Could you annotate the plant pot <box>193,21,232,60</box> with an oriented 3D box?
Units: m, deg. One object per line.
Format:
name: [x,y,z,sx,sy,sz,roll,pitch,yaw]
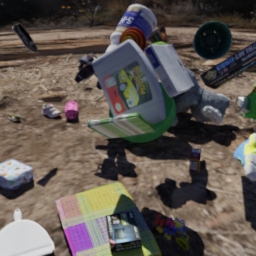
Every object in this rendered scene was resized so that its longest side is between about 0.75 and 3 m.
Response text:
plant pot: [2.388,-2.497,8.019,1.032,1.032,0.828,6,20,12]

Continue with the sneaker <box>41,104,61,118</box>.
sneaker: [-3.496,-0.797,12.600,1.107,0.488,0.450,14,29,27]

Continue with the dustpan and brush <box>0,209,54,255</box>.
dustpan and brush: [-2.426,2.344,6.246,1.280,0.525,1.834,-10,34,-21]

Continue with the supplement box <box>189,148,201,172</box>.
supplement box: [2.136,1.016,8.936,0.322,0.415,0.752,7,27,14]

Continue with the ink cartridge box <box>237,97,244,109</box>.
ink cartridge box: [5.925,-0.872,12.776,1.061,0.490,1.947,-3,27,-7]

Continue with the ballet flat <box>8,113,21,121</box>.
ballet flat: [-4.984,-0.441,12.179,0.813,0.276,0.294,21,53,37]

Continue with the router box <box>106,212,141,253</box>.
router box: [-0.121,2.209,6.005,0.638,0.265,0.852,-5,27,-10]

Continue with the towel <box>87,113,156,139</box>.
towel: [-0.159,-0.045,6.947,1.441,0.221,1.075,-10,-23,27]

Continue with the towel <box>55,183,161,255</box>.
towel: [-0.567,2.238,6.576,1.858,0.295,2.587,-10,28,-21]

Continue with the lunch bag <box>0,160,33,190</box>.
lunch bag: [-3.376,1.357,8.235,1.151,0.435,0.922,16,28,32]

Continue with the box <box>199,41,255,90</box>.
box: [3.053,-1.743,8.127,1.706,0.424,1.693,-32,-8,23]

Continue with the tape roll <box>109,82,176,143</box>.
tape roll: [0.517,-0.671,10.641,2.510,0.603,2.510,-10,58,17]

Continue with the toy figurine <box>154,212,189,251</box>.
toy figurine: [1.148,2.236,6.363,0.585,0.515,0.976,-15,30,-39]

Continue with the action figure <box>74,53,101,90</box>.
action figure: [-1.140,-2.065,10.624,1.860,0.992,2.858,32,13,-7]

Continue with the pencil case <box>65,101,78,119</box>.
pencil case: [-2.534,-0.822,12.635,0.566,0.548,1.208,-32,28,5]

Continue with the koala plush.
koala plush: [2.874,-1.048,11.527,2.525,2.320,2.239,25,34,20]

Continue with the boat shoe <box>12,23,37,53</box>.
boat shoe: [-3.469,-3.058,9.557,0.308,1.080,0.361,-23,29,33]

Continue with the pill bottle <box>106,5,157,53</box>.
pill bottle: [0.071,-3.576,11.105,1.337,1.337,2.233,20,74,35]

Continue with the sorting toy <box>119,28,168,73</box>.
sorting toy: [0.454,-2.297,8.674,1.906,1.145,0.782,31,24,8]

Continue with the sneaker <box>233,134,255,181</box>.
sneaker: [2.476,0.677,5.754,0.456,0.632,1.204,38,49,-3]

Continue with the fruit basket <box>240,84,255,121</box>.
fruit basket: [3.969,-1.235,8.266,0.944,2.013,1.865,7,0,12]

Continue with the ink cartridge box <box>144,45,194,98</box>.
ink cartridge box: [0.861,-1.186,5.682,0.218,1.069,1.072,-29,-2,35]

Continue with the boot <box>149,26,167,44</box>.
boot: [1.382,-2.719,9.767,0.538,1.571,1.479,-29,19,20]

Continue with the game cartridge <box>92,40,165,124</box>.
game cartridge: [0.057,-1.043,7.268,1.464,2.200,0.450,-23,1,26]
